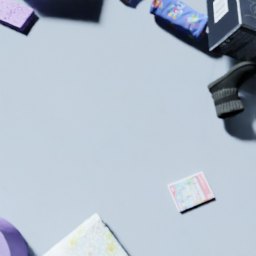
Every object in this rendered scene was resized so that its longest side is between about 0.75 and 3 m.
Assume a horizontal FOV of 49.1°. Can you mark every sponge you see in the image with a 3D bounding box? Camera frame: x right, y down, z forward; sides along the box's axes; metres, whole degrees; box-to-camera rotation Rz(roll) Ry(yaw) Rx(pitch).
[{"bbox_3d":[-4.109,-3.991,9.689,1.555,0.232,0.867,25,72,9],"label":"sponge"}]

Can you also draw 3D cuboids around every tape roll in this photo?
[{"bbox_3d":[-3.887,3.419,6.472,2.843,1.208,2.843,0,69,0],"label":"tape roll"}]

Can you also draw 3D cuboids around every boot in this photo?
[{"bbox_3d":[3.111,-1.040,8.016,1.588,0.598,1.187,-35,51,33],"label":"boot"}]

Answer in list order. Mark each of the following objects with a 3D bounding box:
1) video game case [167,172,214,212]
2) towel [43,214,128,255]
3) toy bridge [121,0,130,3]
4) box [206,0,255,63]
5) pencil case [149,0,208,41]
[{"bbox_3d":[1.715,1.743,7.674,1.061,0.093,0.759,-20,71,-7],"label":"video game case"},{"bbox_3d":[-0.868,3.717,6.712,2.120,0.596,2.477,-36,74,-15],"label":"towel"},{"bbox_3d":[0.410,-5.521,10.203,0.791,0.320,2.352,21,71,4],"label":"toy bridge"},{"bbox_3d":[3.666,-3.291,8.463,2.184,1.377,2.222,10,69,-20],"label":"box"},{"bbox_3d":[1.708,-3.741,9.269,2.098,0.819,0.911,35,98,10],"label":"pencil case"}]
